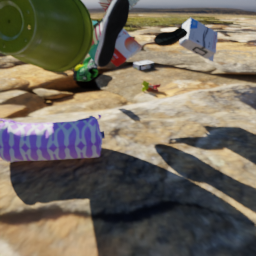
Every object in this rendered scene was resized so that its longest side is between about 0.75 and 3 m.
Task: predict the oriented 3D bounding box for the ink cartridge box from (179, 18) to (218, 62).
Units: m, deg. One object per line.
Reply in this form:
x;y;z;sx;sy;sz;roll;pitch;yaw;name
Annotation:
2.865;-3.350;10.791;1.688;0.979;0.573;19;-19;-22;ink cartridge box

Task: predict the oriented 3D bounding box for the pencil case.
-2.008;0.280;7.532;2.765;1.182;1.160;-4;9;-6;pencil case

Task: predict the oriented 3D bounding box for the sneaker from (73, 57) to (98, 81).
-1.895;-2.904;14.222;0.979;0.897;2.298;14;39;11;sneaker

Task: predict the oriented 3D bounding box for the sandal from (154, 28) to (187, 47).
1.141;-2.402;7.533;1.041;0.284;0.426;-31;75;-24;sandal

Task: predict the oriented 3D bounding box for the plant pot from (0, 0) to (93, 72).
-2.710;-2.922;8.184;2.629;2.629;2.531;7;14;14;plant pot

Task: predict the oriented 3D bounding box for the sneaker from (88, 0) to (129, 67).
-0.922;-3.464;9.506;1.450;2.402;1.004;43;35;25;sneaker

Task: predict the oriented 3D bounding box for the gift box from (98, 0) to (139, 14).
-0.408;-5.374;11.558;1.323;1.417;1.307;-51;14;-22;gift box

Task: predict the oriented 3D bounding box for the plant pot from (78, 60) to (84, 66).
-2.509;-3.482;15.360;0.737;0.758;0.758;23;34;23;plant pot

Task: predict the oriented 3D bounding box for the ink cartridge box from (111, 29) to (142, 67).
-0.293;-2.984;10.378;1.288;0.323;1.045;-39;79;-26;ink cartridge box

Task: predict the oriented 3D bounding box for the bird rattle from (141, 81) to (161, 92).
0.990;-1.879;12.561;0.873;0.492;0.712;-4;11;-14;bird rattle

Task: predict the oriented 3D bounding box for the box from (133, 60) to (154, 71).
0.862;-3.534;15.824;1.054;0.317;0.615;-18;32;-31;box
